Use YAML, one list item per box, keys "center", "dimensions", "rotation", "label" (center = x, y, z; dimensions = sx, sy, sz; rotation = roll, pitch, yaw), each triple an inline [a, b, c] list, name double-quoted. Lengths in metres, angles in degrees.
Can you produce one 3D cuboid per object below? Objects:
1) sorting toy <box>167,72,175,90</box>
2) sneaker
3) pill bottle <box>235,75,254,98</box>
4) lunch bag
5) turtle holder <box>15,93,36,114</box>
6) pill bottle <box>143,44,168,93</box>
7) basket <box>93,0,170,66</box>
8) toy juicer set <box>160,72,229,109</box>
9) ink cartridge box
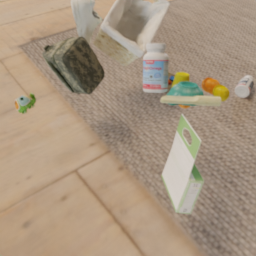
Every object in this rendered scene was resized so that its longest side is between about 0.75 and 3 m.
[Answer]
- center: [1.677, -2.526, 14.056]
  dimensions: [1.614, 0.216, 1.202]
  rotation: [29, 52, 26]
  label: "sorting toy"
- center: [-1.483, -3.960, 10.730]
  dimensions: [1.009, 2.281, 0.858]
  rotation: [-12, 72, -3]
  label: "sneaker"
- center: [5.525, -1.982, 13.191]
  dimensions: [0.674, 0.674, 1.127]
  rotation: [25, 50, 23]
  label: "pill bottle"
- center: [-1.949, -2.111, 9.777]
  dimensions: [1.573, 1.875, 1.307]
  rotation: [14, 60, 41]
  label: "lunch bag"
- center: [-3.348, -0.826, 9.151]
  dimensions: [0.730, 0.518, 0.554]
  rotation: [-36, 18, -6]
  label: "turtle holder"
- center: [0.746, -1.616, 7.589]
  dimensions: [0.691, 1.271, 0.691]
  rotation: [-1, 14, 0]
  label: "pill bottle"
- center: [0.089, -4.132, 11.224]
  dimensions: [1.903, 1.732, 2.808]
  rotation: [32, 69, -14]
  label: "basket"
- center: [1.773, -0.771, 7.222]
  dimensions: [1.568, 0.671, 2.464]
  rotation: [11, 26, 13]
  label: "toy juicer set"
- center: [1.359, 0.820, 6.578]
  dimensions: [0.459, 1.913, 1.392]
  rotation: [9, 26, -13]
  label: "ink cartridge box"
